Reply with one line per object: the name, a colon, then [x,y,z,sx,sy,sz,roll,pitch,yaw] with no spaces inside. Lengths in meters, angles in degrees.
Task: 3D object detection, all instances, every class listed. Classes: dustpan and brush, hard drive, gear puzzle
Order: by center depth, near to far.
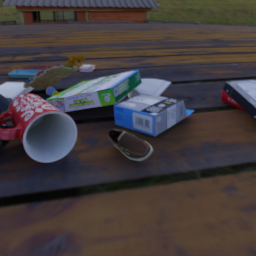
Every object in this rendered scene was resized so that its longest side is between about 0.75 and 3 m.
hard drive: [4.159,-0.841,8.826,1.415,0.383,2.025,-6,42,-21]
gear puzzle: [-2.832,-2.220,10.868,2.843,0.372,1.473,-21,-4,34]
dustpan and brush: [0.333,-1.493,11.093,2.327,0.666,1.624,19,40,22]
hard drive: [-4.762,-1.421,11.181,1.324,0.268,2.007,2,25,6]

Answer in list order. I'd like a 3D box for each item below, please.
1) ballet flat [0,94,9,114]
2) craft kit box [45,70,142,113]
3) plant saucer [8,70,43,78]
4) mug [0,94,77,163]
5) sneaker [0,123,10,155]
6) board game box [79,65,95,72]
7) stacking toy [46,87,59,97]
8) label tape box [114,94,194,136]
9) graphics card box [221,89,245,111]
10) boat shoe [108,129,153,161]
ballet flat: [-5.042,-1.164,9.661,2.356,0.861,0.861,23,33,31]
craft kit box: [-1.105,-1.283,9.773,2.533,0.622,2.565,-4,21,24]
plant saucer: [-4.507,-2.662,13.913,2.625,0.249,0.918,3,25,4]
mug: [-2.393,-0.207,6.953,1.694,1.273,1.908,32,1,-41]
sneaker: [-3.467,0.118,7.232,0.968,0.900,2.241,-7,38,-9]
board game box: [-2.211,-3.229,15.155,0.684,0.209,0.903,2,25,5]
stacking toy: [-2.861,-1.327,10.929,0.359,0.359,0.841,-20,36,-37]
label tape box: [0.851,-0.578,8.714,1.551,0.716,2.165,16,33,39]
graphics card box: [4.669,-1.169,10.324,2.088,0.531,1.310,-13,28,-25]
boat shoe: [-0.038,0.369,6.729,1.482,0.548,0.547,16,65,52]
